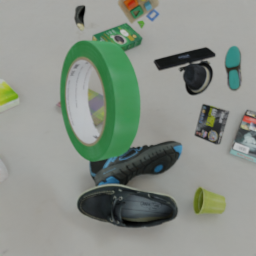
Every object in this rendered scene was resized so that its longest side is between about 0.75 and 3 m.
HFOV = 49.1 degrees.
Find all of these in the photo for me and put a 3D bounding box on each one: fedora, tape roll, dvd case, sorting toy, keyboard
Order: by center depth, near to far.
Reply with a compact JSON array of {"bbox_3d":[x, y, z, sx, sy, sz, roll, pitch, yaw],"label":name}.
[{"bbox_3d":[-0.768,-0.605,6.486,0.651,2.708,2.708,-9,41,-35],"label":"tape roll"},{"bbox_3d":[1.618,-1.263,6.837,0.420,0.919,0.919,24,31,-35],"label":"fedora"},{"bbox_3d":[1.981,-2.255,9.519,2.032,0.209,1.291,-15,36,-3],"label":"keyboard"},{"bbox_3d":[4.683,0.346,9.714,1.730,0.261,2.369,20,46,20],"label":"dvd case"},{"bbox_3d":[0.463,-4.940,11.182,1.440,2.558,0.348,-32,59,13],"label":"sorting toy"}]

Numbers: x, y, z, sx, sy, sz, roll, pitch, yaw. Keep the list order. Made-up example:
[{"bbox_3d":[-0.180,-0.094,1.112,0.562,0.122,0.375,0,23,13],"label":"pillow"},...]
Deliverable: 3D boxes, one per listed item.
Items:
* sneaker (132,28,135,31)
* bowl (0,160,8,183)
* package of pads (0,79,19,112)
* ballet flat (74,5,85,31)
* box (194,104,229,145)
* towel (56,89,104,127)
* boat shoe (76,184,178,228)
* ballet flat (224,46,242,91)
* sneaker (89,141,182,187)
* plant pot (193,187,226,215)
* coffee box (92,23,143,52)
[{"bbox_3d":[-0.193,-5.276,15.518,1.301,0.480,0.569,22,49,27],"label":"sneaker"},{"bbox_3d":[-4.459,1.312,8.538,1.279,0.478,1.278,-29,51,-29],"label":"bowl"},{"bbox_3d":[-5.431,-1.113,10.988,1.840,0.628,1.422,-30,52,-29],"label":"package of pads"},{"bbox_3d":[-1.132,-2.647,6.692,0.235,0.275,0.827,-20,59,22],"label":"ballet flat"},{"bbox_3d":[2.067,-0.098,6.967,0.191,0.862,0.690,-1,19,-40],"label":"box"},{"bbox_3d":[-1.576,-0.879,11.022,2.200,0.250,1.580,28,49,25],"label":"towel"},{"bbox_3d":[-0.035,2.078,7.204,2.701,0.896,1.010,9,88,0],"label":"boat shoe"},{"bbox_3d":[3.243,-1.792,8.634,0.506,0.506,1.407,1,83,1],"label":"ballet flat"},{"bbox_3d":[0.257,0.887,8.537,2.994,1.096,1.226,-17,41,-20],"label":"sneaker"},{"bbox_3d":[2.244,2.041,7.649,0.694,0.755,0.755,11,43,-5],"label":"plant pot"},{"bbox_3d":[-0.555,-4.523,14.425,2.312,0.508,1.422,-33,70,-29],"label":"coffee box"}]
